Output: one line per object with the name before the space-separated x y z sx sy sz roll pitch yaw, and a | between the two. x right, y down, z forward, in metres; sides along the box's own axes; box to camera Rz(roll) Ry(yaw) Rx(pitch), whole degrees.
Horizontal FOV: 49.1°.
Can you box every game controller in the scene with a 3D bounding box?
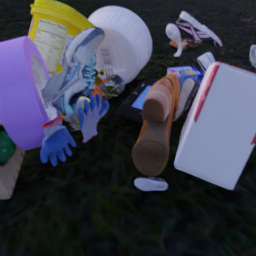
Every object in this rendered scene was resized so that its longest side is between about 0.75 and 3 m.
game controller | 0.805 -0.834 9.154 1.547 0.624 2.965 26 38 8

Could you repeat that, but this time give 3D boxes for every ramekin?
ramekin | -0.613 -2.946 10.665 2.840 2.840 1.384 9 43 13

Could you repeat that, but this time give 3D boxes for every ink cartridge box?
ink cartridge box | 2.031 -0.261 6.271 1.196 2.119 2.887 22 16 8
ink cartridge box | 2.356 -2.077 11.344 1.362 0.520 0.929 -5 34 -11

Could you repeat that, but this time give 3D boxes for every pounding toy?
pounding toy | -3.407 0.279 6.262 2.798 2.576 1.989 -1 45 -1

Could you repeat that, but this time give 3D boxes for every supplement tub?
supplement tub | -0.768 -1.399 10.096 0.749 0.749 1.222 23 41 31

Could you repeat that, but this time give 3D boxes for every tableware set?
tableware set | -0.804 -1.413 9.071 0.796 1.182 0.181 4 48 12

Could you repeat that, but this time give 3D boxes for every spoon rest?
spoon rest | 1.323 -2.495 7.923 0.278 0.917 0.456 -37 34 -24

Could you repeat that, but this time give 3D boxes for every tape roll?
tape roll | -2.134 -0.716 6.034 0.754 2.300 2.300 -16 35 -3

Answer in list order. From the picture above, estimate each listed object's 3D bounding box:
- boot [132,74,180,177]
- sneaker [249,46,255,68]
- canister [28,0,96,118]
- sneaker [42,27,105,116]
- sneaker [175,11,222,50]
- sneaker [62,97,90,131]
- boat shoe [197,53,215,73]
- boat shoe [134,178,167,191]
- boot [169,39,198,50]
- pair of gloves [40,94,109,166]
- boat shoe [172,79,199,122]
boot | 0.809 -0.093 6.756 0.830 2.252 1.742 16 34 14
sneaker | 3.669 -1.739 7.194 0.727 0.608 1.642 3 5 34
canister | -2.126 -1.850 8.183 1.269 2.933 2.178 19 5 19
sneaker | -0.856 -1.021 5.331 0.769 1.782 0.692 38 17 14
sneaker | 2.212 -3.003 9.027 1.674 0.723 0.672 34 27 -9
sneaker | -1.155 -0.316 7.409 0.798 0.788 2.089 3 -4 0
boat shoe | 2.506 -1.557 8.419 0.463 0.510 1.387 -24 81 -2
boat shoe | 0.511 1.281 6.445 0.773 0.279 0.274 10 17 -7
boot | 3.056 -4.664 15.237 1.416 0.522 1.095 -26 40 -35
pair of gloves | -1.025 0.044 5.543 1.669 1.342 0.190 -35 64 -30
boat shoe | 1.561 -0.729 7.807 0.378 1.327 0.444 8 26 -39
